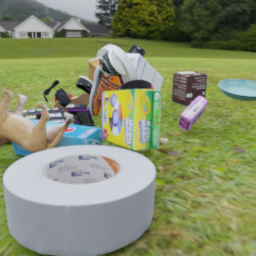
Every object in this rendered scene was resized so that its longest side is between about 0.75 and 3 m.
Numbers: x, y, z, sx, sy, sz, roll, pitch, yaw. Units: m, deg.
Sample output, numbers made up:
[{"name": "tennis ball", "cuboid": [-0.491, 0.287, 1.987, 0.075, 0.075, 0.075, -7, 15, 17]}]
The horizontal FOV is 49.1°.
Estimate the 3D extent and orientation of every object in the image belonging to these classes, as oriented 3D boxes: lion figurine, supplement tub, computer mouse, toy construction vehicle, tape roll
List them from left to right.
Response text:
[{"name": "lion figurine", "cuboid": [-2.714, 0.068, 7.240, 2.748, 1.683, 0.996, 20, 0, 26]}, {"name": "computer mouse", "cuboid": [-2.280, -0.952, 9.108, 0.246, 1.069, 0.751, 27, 63, 37]}, {"name": "tape roll", "cuboid": [-0.896, 1.211, 5.565, 2.864, 0.946, 2.864, 1, 15, 0]}, {"name": "tape roll", "cuboid": [-0.496, -2.422, 11.902, 0.406, 2.222, 2.222, -38, 35, -25]}, {"name": "supplement tub", "cuboid": [0.340, -0.436, 8.859, 1.070, 2.000, 1.070, -5, 37, 4]}, {"name": "toy construction vehicle", "cuboid": [0.556, 0.512, 8.108, 0.942, 0.381, 1.082, 8, -10, -35]}]

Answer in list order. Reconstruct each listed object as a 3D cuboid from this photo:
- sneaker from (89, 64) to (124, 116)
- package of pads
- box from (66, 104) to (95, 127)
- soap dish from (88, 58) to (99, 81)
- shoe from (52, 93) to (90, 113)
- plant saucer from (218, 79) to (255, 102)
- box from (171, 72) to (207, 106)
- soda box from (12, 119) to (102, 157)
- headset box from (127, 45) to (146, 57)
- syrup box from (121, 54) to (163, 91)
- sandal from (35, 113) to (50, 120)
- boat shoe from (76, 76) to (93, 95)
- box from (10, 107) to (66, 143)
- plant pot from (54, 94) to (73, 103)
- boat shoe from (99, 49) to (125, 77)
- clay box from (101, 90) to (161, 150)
[{"name": "sneaker", "cuboid": [-0.691, -1.144, 9.231, 0.990, 1.767, 0.685, 13, 21, 3]}, {"name": "package of pads", "cuboid": [2.389, -0.521, 10.342, 0.473, 0.754, 1.251, 33, 60, 23]}, {"name": "box", "cuboid": [-1.773, -0.444, 10.529, 0.797, 1.115, 0.201, 0, 50, 12]}, {"name": "soap dish", "cuboid": [-0.991, -2.301, 10.845, 1.122, 0.883, 0.456, -23, 54, -25]}, {"name": "shoe", "cuboid": [-2.675, -1.023, 13.317, 2.388, 0.835, 0.637, -28, -9, -49]}, {"name": "plant saucer", "cuboid": [4.145, -1.335, 10.125, 1.759, 0.316, 1.759, 0, 28, 0]}, {"name": "box", "cuboid": [3.255, -2.126, 14.971, 1.328, 1.601, 1.315, -10, 21, -26]}, {"name": "soda box", "cuboid": [-2.102, 0.410, 8.142, 2.669, 0.905, 0.856, 7, 23, 24]}, {"name": "headset box", "cuboid": [0.318, -3.476, 13.378, 0.695, 0.798, 0.370, 39, 4, 40]}, {"name": "syrup box", "cuboid": [0.569, -2.427, 13.026, 1.003, 1.037, 2.547, 12, -10, 34]}, {"name": "sandal", "cuboid": [-2.854, -0.398, 9.506, 0.391, 0.235, 1.042, 40, 13, -12]}, {"name": "boat shoe", "cuboid": [-1.488, -1.542, 12.025, 1.723, 0.644, 0.571, 36, 54, -8]}, {"name": "box", "cuboid": [-3.669, -0.139, 10.421, 2.668, 0.655, 2.151, -6, 22, -19]}, {"name": "plant pot", "cuboid": [-3.167, -1.341, 13.975, 0.788, 0.788, 0.718, 12, 13, 33]}, {"name": "boat shoe", "cuboid": [-0.515, -1.745, 7.957, 0.590, 0.739, 1.955, -34, 17, 9]}, {"name": "clay box", "cuboid": [-0.020, -0.260, 7.154, 0.581, 1.402, 2.439, -1, 5, -25]}]
